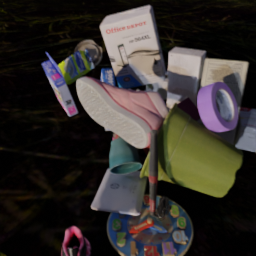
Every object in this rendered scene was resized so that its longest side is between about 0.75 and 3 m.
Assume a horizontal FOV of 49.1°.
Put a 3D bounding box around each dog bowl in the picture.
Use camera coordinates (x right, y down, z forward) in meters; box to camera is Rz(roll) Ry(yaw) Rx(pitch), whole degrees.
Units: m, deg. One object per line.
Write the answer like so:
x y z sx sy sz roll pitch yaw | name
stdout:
-1.697 -3.157 12.107 1.214 0.356 1.214 -1 79 6 | dog bowl

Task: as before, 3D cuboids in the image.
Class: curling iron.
0.710 1.163 6.932 0.560 2.258 0.289 -9 4 -29 | curling iron

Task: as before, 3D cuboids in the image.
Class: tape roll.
2.557 -0.580 7.934 0.460 1.401 1.401 -19 15 46 | tape roll
1.498 -2.023 13.153 1.324 0.909 1.324 -1 35 1 | tape roll

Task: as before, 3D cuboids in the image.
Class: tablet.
-0.179 1.747 8.024 1.302 0.137 2.001 5 23 8 | tablet

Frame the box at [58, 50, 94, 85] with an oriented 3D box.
-2.209 -2.560 11.757 1.495 0.912 0.356 -27 -9 29 | box

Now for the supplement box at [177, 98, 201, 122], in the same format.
1.799 -0.304 9.538 0.632 1.475 0.814 -33 80 -20 | supplement box

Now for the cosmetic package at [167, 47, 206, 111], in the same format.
2.118 -1.488 10.507 1.172 2.840 0.719 15 39 23 | cosmetic package

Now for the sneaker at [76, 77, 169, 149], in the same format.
-0.090 -0.677 8.067 2.952 1.111 1.543 37 50 26 | sneaker

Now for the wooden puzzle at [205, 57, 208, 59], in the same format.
2.951 -2.157 10.931 1.047 1.766 0.124 5 58 11 | wooden puzzle

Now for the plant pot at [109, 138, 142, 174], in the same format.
-0.147 0.804 8.373 0.955 0.955 0.897 -7 64 -10 | plant pot

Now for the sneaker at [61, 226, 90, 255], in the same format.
-1.164 2.973 5.895 0.771 0.931 1.952 -4 36 -8 | sneaker

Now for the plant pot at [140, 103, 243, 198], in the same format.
1.878 0.849 8.057 2.300 2.422 2.422 26 40 10 | plant pot

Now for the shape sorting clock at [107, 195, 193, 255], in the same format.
0.544 2.455 7.075 2.158 0.423 2.158 0 34 0 | shape sorting clock

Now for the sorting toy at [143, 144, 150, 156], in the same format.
1.525 0.363 8.629 2.179 1.309 0.894 2 45 16 | sorting toy

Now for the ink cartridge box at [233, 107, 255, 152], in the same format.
4.366 0.056 10.035 0.996 0.991 1.371 11 35 11 | ink cartridge box

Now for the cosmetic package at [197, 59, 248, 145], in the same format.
3.192 -0.905 9.801 1.461 2.777 0.987 12 6 19 | cosmetic package

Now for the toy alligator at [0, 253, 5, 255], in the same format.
-3.169 2.922 6.409 1.731 0.513 0.470 22 -1 30 | toy alligator

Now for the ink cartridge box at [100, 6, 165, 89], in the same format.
0.275 -3.303 11.793 2.113 2.895 1.220 -10 34 15 | ink cartridge box

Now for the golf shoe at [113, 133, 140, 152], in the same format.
0.689 0.165 9.931 1.169 0.922 2.539 25 41 34 | golf shoe

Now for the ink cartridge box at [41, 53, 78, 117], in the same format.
-2.706 -1.646 10.930 0.484 2.306 1.376 -28 53 -15 | ink cartridge box

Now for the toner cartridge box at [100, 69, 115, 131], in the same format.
-0.724 -1.068 10.662 0.465 1.022 2.153 -4 70 -10 | toner cartridge box
